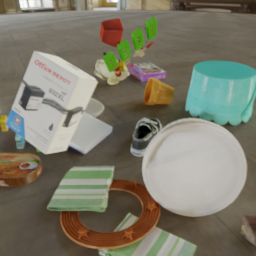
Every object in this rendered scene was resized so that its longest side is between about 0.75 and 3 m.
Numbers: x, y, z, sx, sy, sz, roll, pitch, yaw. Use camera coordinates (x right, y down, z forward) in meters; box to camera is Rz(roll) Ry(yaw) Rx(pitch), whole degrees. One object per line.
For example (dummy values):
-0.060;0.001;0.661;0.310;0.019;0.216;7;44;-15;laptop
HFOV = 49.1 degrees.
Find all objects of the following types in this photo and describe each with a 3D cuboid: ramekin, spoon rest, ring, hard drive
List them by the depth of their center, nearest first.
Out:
-0.467;2.052;7.287;2.580;0.248;2.580;-2;24;1;ring
1.666;0.905;7.389;2.570;2.570;1.197;4;18;6;ramekin
-2.217;-0.140;10.650;2.723;0.345;1.797;27;37;17;hard drive
-2.339;-1.126;12.536;2.914;0.883;1.448;22;36;35;spoon rest

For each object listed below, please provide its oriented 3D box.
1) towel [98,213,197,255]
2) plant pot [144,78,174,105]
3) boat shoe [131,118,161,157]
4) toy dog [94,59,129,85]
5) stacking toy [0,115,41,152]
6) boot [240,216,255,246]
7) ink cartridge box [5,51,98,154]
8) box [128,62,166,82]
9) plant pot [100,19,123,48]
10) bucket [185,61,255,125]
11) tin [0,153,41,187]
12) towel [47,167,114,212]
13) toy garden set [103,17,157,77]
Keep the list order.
0.438;2.739;6.332;1.829;0.214;1.395;17;33;28;towel
1.489;-1.625;13.215;1.153;1.259;1.259;10;27;-13;plant pot
0.677;0.072;10.434;0.895;0.828;2.424;13;32;21;boat shoe
-1.069;-3.462;16.240;1.927;1.387;1.987;-16;31;-38;toy dog
-3.989;0.243;10.486;1.916;0.597;2.542;-5;32;-6;stacking toy
3.545;2.216;7.012;1.709;0.549;1.593;-4;28;1;boot
-1.457;-0.470;5.274;1.128;1.555;0.651;32;15;20;ink cartridge box
1.088;-3.452;17.097;1.529;0.437;2.234;-11;31;-19;box
-0.801;-4.331;12.710;0.856;0.971;0.972;0;50;-17;plant pot
4.098;-1.653;12.354;3.040;1.978;3.040;1;30;0;bucket
-3.839;1.279;8.721;2.257;0.472;1.264;1;34;2;tin
-1.223;1.670;7.944;1.511;0.232;1.981;-1;23;6;towel
0.066;-3.163;11.220;2.456;2.048;0.490;-40;77;-3;toy garden set
